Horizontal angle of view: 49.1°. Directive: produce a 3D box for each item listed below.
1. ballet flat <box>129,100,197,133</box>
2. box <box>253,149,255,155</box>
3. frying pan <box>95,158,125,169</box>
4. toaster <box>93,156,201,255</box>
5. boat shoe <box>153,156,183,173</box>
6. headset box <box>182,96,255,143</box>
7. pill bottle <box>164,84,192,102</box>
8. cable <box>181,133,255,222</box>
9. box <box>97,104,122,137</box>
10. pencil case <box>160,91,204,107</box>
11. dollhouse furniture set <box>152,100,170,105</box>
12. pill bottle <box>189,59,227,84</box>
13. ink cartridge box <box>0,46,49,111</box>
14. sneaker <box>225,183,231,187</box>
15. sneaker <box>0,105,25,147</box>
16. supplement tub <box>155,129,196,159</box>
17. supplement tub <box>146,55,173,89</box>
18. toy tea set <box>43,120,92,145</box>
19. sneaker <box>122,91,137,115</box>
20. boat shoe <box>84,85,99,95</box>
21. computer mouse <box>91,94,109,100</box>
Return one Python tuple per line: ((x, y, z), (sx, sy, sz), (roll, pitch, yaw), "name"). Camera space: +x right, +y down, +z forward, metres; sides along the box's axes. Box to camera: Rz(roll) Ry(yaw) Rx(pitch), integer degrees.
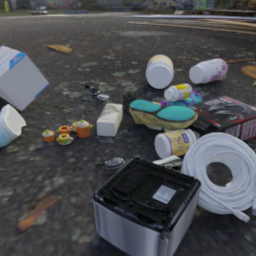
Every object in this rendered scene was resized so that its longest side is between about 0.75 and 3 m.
((1.161, -0.292, 9.394), (1.029, 1.029, 2.910), (-21, 25, -35), "ballet flat")
((4.017, 0.874, 8.244), (0.431, 0.136, 0.783), (2, 28, 4), "box")
((-0.479, 0.952, 7.785), (0.545, 0.147, 0.901), (-26, 20, -38), "frying pan")
((0.366, 1.632, 5.720), (1.734, 1.138, 1.918), (16, 32, 28), "toaster")
((0.914, 1.161, 7.222), (1.637, 0.579, 0.521), (-20, 32, -36), "boat shoe")
((3.222, -0.229, 9.476), (2.440, 0.942, 1.815), (-17, 32, -26), "headset box")
((1.828, -1.276, 10.271), (1.004, 0.548, 0.548), (-14, 31, -33), "pill bottle")
((2.138, 1.042, 6.428), (1.803, 0.624, 1.803), (22, 68, 11), "cable")
((-0.638, -0.307, 10.055), (0.648, 0.539, 1.577), (3, 28, 6), "box")
((2.048, -0.827, 10.725), (1.824, 0.843, 0.776), (-18, 0, -34), "pencil case")
((1.500, -0.863, 11.130), (0.618, 0.528, 1.193), (19, 33, 31), "dollhouse furniture set")
((4.098, -2.881, 14.387), (1.872, 1.061, 1.061), (-19, 33, -32), "pill bottle")
((-4.864, -2.112, 11.700), (2.292, 1.658, 1.687), (27, 69, 41), "ink cartridge box")
((3.189, 1.335, 6.744), (1.684, 0.730, 0.631), (-2, 30, -1), "sneaker")
((-4.132, -0.041, 9.210), (1.050, 0.947, 2.562), (-35, 18, -4), "sneaker")
((1.410, 0.467, 8.324), (1.054, 0.767, 0.767), (-13, 30, -22), "supplement tub")
((1.567, -2.785, 13.923), (1.331, 1.331, 1.830), (3, 27, 6), "supplement tub")
((-2.019, 0.056, 9.303), (1.600, 0.592, 0.952), (-23, 35, -36), "toy tea set")
((0.201, -0.970, 11.096), (0.515, 0.772, 1.347), (-16, 34, -25), "sneaker")
((-1.704, -1.782, 12.974), (0.950, 0.321, 0.341), (23, 56, 41), "boat shoe")
((-1.195, -1.356, 12.389), (0.479, 0.192, 0.873), (-10, 22, -39), "computer mouse")
